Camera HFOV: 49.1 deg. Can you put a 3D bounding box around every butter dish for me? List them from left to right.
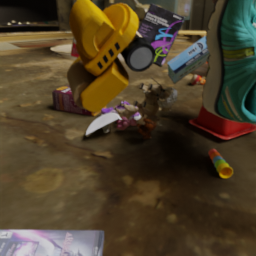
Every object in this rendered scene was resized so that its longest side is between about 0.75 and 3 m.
[{"bbox_3d":[3.145,-0.523,9.098,1.722,1.273,1.718,-13,28,-28],"label":"butter dish"}]

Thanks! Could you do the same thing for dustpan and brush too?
[{"bbox_3d":[-0.743,-0.172,9.218,1.194,0.489,1.710,-26,23,7],"label":"dustpan and brush"}]

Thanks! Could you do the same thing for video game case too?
[{"bbox_3d":[-1.421,2.173,4.392,1.968,0.187,1.406,-1,24,1],"label":"video game case"}]

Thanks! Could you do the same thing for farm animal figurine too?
[{"bbox_3d":[0.567,-0.569,9.052,1.057,2.006,2.028,24,10,-39],"label":"farm animal figurine"}]

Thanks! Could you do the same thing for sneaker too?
[{"bbox_3d":[-0.274,-0.658,10.181,1.469,0.649,0.591,4,26,13],"label":"sneaker"},{"bbox_3d":[2.061,-1.310,4.812,1.084,2.797,1.114,-32,42,-28],"label":"sneaker"}]

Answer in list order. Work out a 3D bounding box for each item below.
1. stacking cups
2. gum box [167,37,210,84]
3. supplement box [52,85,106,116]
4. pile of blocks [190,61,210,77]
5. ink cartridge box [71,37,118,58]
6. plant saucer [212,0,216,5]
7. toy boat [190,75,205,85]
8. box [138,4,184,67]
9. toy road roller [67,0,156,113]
[{"bbox_3d":[2.294,0.863,7.169,0.333,0.333,1.102,-2,22,-3],"label":"stacking cups"},{"bbox_3d":[1.919,-2.016,8.194,1.597,0.419,1.879,-35,-5,8],"label":"gum box"},{"bbox_3d":[-1.903,-1.096,10.968,1.837,0.787,1.013,10,26,21],"label":"supplement box"},{"bbox_3d":[3.341,-2.049,9.713,2.600,0.808,1.067,19,13,25],"label":"pile of blocks"},{"bbox_3d":[-1.173,-3.173,10.441,1.725,1.253,0.719,9,51,-16],"label":"ink cartridge box"},{"bbox_3d":[2.433,-3.658,7.225,0.169,0.921,0.921,30,25,-4],"label":"plant saucer"},{"bbox_3d":[3.691,-2.494,14.510,0.671,0.670,1.026,42,39,14],"label":"toy boat"},{"bbox_3d":[0.822,-2.734,8.267,1.114,1.559,0.281,26,2,10],"label":"box"},{"bbox_3d":[-0.573,-1.303,4.770,1.326,1.817,1.116,30,25,-43],"label":"toy road roller"}]
